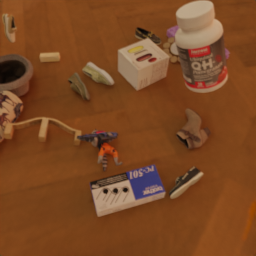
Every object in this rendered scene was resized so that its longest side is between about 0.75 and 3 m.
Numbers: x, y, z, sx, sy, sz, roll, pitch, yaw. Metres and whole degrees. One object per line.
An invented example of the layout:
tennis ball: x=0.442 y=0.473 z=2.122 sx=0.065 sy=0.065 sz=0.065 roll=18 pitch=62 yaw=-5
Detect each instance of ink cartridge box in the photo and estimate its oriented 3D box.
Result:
ink cartridge box: x=-0.039 y=2.049 z=9.266 sx=2.287 sy=0.506 sz=1.075 roll=-13 pitch=56 yaw=-10

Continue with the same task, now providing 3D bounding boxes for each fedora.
fedora: x=-5.010 y=-2.070 z=11.968 sx=2.054 sy=1.049 sz=2.322 roll=-29 pitch=52 yaw=-22

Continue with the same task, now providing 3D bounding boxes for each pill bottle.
pill bottle: x=2.345 y=-2.574 z=9.054 sx=1.473 sy=2.660 sz=1.473 roll=-14 pitch=42 yaw=13

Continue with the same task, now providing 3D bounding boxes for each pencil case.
pencil case: x=-5.071 y=-0.178 z=10.574 sx=1.213 sy=1.055 sz=2.712 roll=19 pitch=55 yaw=3

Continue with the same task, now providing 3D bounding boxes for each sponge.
sponge: x=3.418 y=-4.203 z=13.942 sx=1.665 sy=0.445 sz=2.985 roll=-24 pitch=58 yaw=-15

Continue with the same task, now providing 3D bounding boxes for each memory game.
memory game: x=2.485 y=-3.867 z=13.522 sx=1.734 sy=0.110 sz=1.734 roll=-9 pitch=62 yaw=18

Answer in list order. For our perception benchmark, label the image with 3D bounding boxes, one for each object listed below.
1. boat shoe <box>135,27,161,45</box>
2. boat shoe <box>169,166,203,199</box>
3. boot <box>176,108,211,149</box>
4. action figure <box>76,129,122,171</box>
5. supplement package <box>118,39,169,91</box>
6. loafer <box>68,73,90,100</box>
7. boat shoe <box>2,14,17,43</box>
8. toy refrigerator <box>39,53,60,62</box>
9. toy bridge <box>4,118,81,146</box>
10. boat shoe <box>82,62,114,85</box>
boat shoe: x=1.014 y=-4.692 z=14.292 sx=1.500 sy=0.452 sz=0.535 roll=26 pitch=58 yaw=18
boat shoe: x=1.866 y=1.826 z=9.435 sx=1.522 sy=0.575 sz=0.459 roll=-26 pitch=58 yaw=-32
boot: x=2.331 y=0.040 z=10.728 sx=1.179 sy=0.566 sz=1.613 roll=-26 pitch=58 yaw=-17
action figure: x=-1.090 y=0.692 z=10.092 sx=1.651 sy=0.863 sz=1.597 roll=2 pitch=44 yaw=-29
supplement package: x=0.639 y=-2.845 z=12.440 sx=1.656 sy=1.218 sz=1.583 roll=-28 pitch=59 yaw=-21
loafer: x=-2.136 y=-1.703 z=12.065 sx=0.567 sy=0.613 sz=1.629 roll=-29 pitch=53 yaw=-6
boat shoe: x=-4.704 y=-3.970 z=11.248 sx=0.387 sy=1.132 sz=0.423 roll=6 pitch=41 yaw=6
toy refrigerator: x=-3.743 y=-3.369 z=13.414 sx=0.887 sy=0.310 sz=0.337 roll=-4 pitch=47 yaw=-4
toy bridge: x=-3.162 y=0.064 z=10.485 sx=2.794 sy=0.380 sz=0.939 roll=7 pitch=53 yaw=-9
boat shoe: x=-1.346 y=-2.309 z=12.516 sx=0.558 sy=0.648 sz=1.801 roll=-46 pitch=56 yaw=-10
